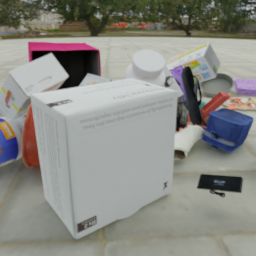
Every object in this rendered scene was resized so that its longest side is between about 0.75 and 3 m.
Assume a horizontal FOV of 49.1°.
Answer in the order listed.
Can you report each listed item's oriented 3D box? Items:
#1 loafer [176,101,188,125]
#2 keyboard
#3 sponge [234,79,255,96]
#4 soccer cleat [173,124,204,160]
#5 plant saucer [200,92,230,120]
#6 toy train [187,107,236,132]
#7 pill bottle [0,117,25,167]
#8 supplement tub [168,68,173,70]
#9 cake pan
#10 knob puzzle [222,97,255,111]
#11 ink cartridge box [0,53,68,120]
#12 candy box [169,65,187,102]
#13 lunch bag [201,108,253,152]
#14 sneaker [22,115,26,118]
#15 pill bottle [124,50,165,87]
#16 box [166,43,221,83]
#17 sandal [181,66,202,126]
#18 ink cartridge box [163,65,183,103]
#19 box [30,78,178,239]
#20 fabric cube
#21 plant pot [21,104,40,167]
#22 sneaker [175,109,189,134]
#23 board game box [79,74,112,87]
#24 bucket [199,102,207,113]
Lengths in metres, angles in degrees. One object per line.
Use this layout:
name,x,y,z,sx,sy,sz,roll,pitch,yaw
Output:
loafer,1.887,-0.521,9.960,0.450,0.514,1.429,2,29,13
keyboard,2.118,1.364,6.529,0.998,0.128,0.599,-2,40,31
sponge,7.096,-2.435,16.468,1.463,0.391,2.623,6,24,15
soccer cleat,1.710,0.545,9.075,2.613,0.905,1.013,-11,56,-42
plant saucer,3.103,-0.863,10.205,0.224,1.223,1.221,47,18,-2
toy train,3.223,-0.550,11.494,2.928,0.814,2.199,-7,24,-13
pill bottle,-3.983,0.479,8.251,1.411,1.411,2.519,16,27,34
supplement tub,1.349,-1.908,13.252,2.662,1.930,1.930,8,24,18
cake pan,4.886,-2.359,15.503,1.851,0.339,1.851,-8,46,9
knob puzzle,5.523,-1.284,13.886,2.173,0.301,2.173,0,23,0
ink cartridge box,-3.235,-1.261,9.240,1.684,0.968,2.321,-41,8,-39
candy box,1.692,-1.555,11.714,1.786,1.498,0.639,-20,-5,18
lunch bag,3.321,0.122,9.467,1.197,1.166,1.762,27,27,34
sneaker,-3.395,-0.490,11.291,2.782,1.043,1.253,-21,17,-38
pill bottle,0.533,-1.449,9.997,1.407,2.509,1.407,4,54,-6
box,3.074,-2.963,13.714,2.335,1.314,1.184,-13,36,44
sandal,2.482,-1.215,10.339,0.526,2.457,0.934,-20,-30,28
ink cartridge box,1.494,-1.568,10.796,0.587,1.402,1.017,-27,-14,-2
box,-0.483,0.481,6.520,2.772,2.786,1.821,-16,27,-34
fabric cube,-3.056,-2.407,13.158,2.952,2.896,2.942,-6,23,-19
plant pot,-1.745,0.242,8.320,2.067,2.125,2.125,8,23,-2
sneaker,1.288,-0.252,10.010,2.949,1.171,1.156,-23,62,-37
board game box,-1.399,-1.253,10.327,1.165,0.307,1.522,19,66,30
bucket,3.134,-0.778,11.860,0.895,0.582,0.895,16,15,-4
